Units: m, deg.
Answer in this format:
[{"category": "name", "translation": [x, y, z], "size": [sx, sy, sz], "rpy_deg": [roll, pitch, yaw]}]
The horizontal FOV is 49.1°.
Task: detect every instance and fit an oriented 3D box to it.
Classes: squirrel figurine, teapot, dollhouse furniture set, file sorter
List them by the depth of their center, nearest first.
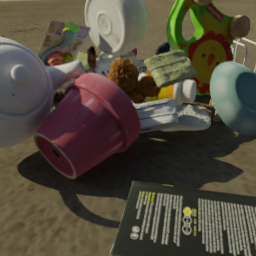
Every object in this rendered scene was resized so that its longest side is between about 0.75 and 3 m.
[{"category": "teapot", "translation": [-2.528, -0.788, 5.554], "size": [1.853, 2.504, 2.537], "rpy_deg": [-13, 51, 48]}, {"category": "squirrel figurine", "translation": [0.096, -0.991, 7.042], "size": [1.486, 1.592, 1.127], "rpy_deg": [-29, 45, 11]}, {"category": "dollhouse furniture set", "translation": [2.563, -0.609, 7.802], "size": [1.303, 0.676, 0.577], "rpy_deg": [-9, 30, -20]}, {"category": "teapot", "translation": [-0.144, -3.493, 8.819], "size": [1.658, 2.240, 2.270], "rpy_deg": [-31, 33, -33]}, {"category": "file sorter", "translation": [3.386, -2.436, 10.212], "size": [2.184, 1.360, 1.516], "rpy_deg": [-8, 31, -11]}]

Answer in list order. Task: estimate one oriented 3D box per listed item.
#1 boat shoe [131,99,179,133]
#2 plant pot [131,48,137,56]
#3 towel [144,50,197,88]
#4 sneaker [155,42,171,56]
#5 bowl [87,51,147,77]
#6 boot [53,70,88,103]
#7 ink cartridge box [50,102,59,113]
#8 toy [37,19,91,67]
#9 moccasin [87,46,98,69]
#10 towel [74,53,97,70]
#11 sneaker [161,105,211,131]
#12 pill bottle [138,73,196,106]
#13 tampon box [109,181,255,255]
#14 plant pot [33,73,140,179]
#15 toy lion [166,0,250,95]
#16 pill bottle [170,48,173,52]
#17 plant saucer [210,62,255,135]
[{"category": "boat shoe", "translation": [0.031, -0.259, 6.472], "size": [2.230, 0.820, 0.729], "rpy_deg": [-6, 76, -9]}, {"category": "plant pot", "translation": [-0.383, -3.206, 11.776], "size": [1.036, 1.157, 1.157], "rpy_deg": [-41, 46, -19]}, {"category": "towel", "translation": [1.054, -1.480, 6.882], "size": [1.208, 0.220, 0.897], "rpy_deg": [-21, 72, -24]}, {"category": "sneaker", "translation": [1.109, -2.376, 9.276], "size": [0.418, 1.116, 0.484], "rpy_deg": [39, 42, 9]}, {"category": "bowl", "translation": [-0.343, -1.903, 9.476], "size": [2.608, 1.224, 2.608], "rpy_deg": [0, 30, 0]}, {"category": "boot", "translation": [-2.038, -0.856, 7.957], "size": [1.982, 0.788, 2.277], "rpy_deg": [-15, 31, 1]}, {"category": "ink cartridge box", "translation": [-2.152, -0.580, 8.181], "size": [0.750, 0.223, 0.390], "rpy_deg": [16, 30, 24]}, {"category": "toy", "translation": [-2.161, -2.217, 8.973], "size": [1.384, 2.404, 0.568], "rpy_deg": [-5, 52, -41]}, {"category": "moccasin", "translation": [-1.130, -2.249, 8.920], "size": [0.303, 0.319, 0.827], "rpy_deg": [12, 57, -23]}, {"category": "towel", "translation": [-2.365, -2.530, 11.227], "size": [1.916, 0.471, 2.583], "rpy_deg": [4, 30, 5]}, {"category": "sneaker", "translation": [1.256, -0.179, 7.056], "size": [1.599, 0.644, 0.611], "rpy_deg": [8, 59, 18]}, {"category": "pill bottle", "translation": [1.096, -1.111, 8.118], "size": [1.614, 0.882, 0.882], "rpy_deg": [10, 32, 26]}, {"category": "tampon box", "translation": [0.843, 1.626, 3.397], "size": [1.860, 1.394, 1.174], "rpy_deg": [6, 32, 11]}, {"category": "plant pot", "translation": [-0.935, 0.068, 5.830], "size": [1.843, 1.843, 1.650], "rpy_deg": [23, 54, 33]}, {"category": "toy lion", "translation": [2.277, -2.520, 8.600], "size": [2.907, 2.786, 0.998], "rpy_deg": [25, 4, -32]}, {"category": "pill bottle", "translation": [1.727, -2.268, 10.041], "size": [1.195, 1.195, 2.137], "rpy_deg": [-7, 30, -11]}, {"category": "plant saucer", "translation": [2.568, -0.717, 6.111], "size": [1.732, 1.732, 0.333], "rpy_deg": [-21, -4, -31]}]
